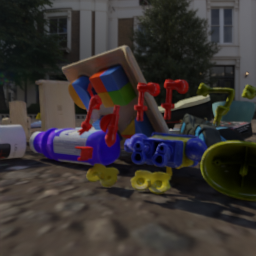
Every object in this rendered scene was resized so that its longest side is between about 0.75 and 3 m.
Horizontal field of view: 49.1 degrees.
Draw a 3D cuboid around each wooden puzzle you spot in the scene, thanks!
[{"bbox_3d":[-0.314,-0.330,5.319,0.517,2.068,2.232,-43,27,-30],"label":"wooden puzzle"}]

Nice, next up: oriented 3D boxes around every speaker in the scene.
[{"bbox_3d":[-2.923,0.305,5.397,1.746,0.709,0.709,-2,4,-43],"label":"speaker"}]

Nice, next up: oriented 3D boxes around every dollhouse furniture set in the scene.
[{"bbox_3d":[-3.068,-0.516,8.715,2.289,1.582,2.424,-4,1,-44],"label":"dollhouse furniture set"}]

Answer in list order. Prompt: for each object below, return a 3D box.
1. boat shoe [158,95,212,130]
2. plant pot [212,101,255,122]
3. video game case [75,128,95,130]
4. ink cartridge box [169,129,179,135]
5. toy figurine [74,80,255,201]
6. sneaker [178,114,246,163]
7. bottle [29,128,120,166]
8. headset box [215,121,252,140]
[{"bbox_3d":[1.324,-0.339,9.337,2.893,0.907,1.058,-11,13,12],"label":"boat shoe"},{"bbox_3d":[5.110,-0.483,13.617,1.961,1.321,1.961,3,-6,0],"label":"plant pot"},{"bbox_3d":[-1.605,0.111,14.218,2.223,0.198,1.591,1,3,27],"label":"video game case"},{"bbox_3d":[1.084,0.201,10.023,1.523,0.382,1.755,6,5,24],"label":"ink cartridge box"},{"bbox_3d":[0.745,0.137,3.895,2.539,1.339,1.521,2,-2,24],"label":"toy figurine"},{"bbox_3d":[1.620,0.301,5.797,0.997,0.891,2.433,12,10,-3],"label":"sneaker"},{"bbox_3d":[-1.117,0.332,5.467,1.938,0.633,0.810,2,8,33],"label":"bottle"},{"bbox_3d":[3.336,0.130,9.259,1.001,0.505,1.347,-15,12,-33],"label":"headset box"}]
